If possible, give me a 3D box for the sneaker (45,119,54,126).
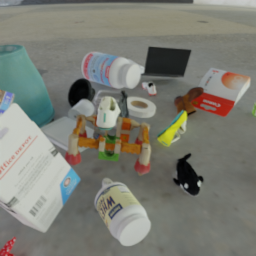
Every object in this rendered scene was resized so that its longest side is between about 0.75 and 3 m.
[{"bbox_3d":[-3.566,-0.266,10.827,1.402,0.634,0.466,-16,35,-25],"label":"sneaker"}]

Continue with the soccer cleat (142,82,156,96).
[{"bbox_3d":[1.047,-2.071,13.878,0.481,0.597,1.402,-7,32,-11],"label":"soccer cleat"}]

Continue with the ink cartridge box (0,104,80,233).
[{"bbox_3d":[-2.452,0.921,6.322,0.937,2.763,1.603,6,49,35],"label":"ink cartridge box"}]

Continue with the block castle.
[{"bbox_3d":[-0.571,0.553,8.731,2.541,1.192,1.698,7,31,-3],"label":"block castle"}]

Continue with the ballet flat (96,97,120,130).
[{"bbox_3d":[-0.626,-0.607,8.726,0.735,0.735,2.118,0,21,0],"label":"ballet flat"}]

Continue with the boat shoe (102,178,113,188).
[{"bbox_3d":[-0.502,1.681,7.860,0.347,0.341,0.978,-10,32,-15],"label":"boat shoe"}]

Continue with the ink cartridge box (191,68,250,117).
[{"bbox_3d":[4.029,-1.671,12.589,1.937,0.599,2.388,24,55,34],"label":"ink cartridge box"}]

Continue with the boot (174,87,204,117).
[{"bbox_3d":[2.685,-1.113,11.999,1.434,0.522,1.523,-18,29,10],"label":"boot"}]

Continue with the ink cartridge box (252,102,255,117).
[{"bbox_3d":[5.678,-0.965,11.617,0.753,1.019,0.386,3,31,5],"label":"ink cartridge box"}]

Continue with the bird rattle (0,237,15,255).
[{"bbox_3d":[-3.054,2.762,5.758,1.160,0.801,1.423,-2,24,29],"label":"bird rattle"}]

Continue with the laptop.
[{"bbox_3d":[1.801,-3.277,14.267,2.100,1.300,2.243,3,9,-7],"label":"laptop"}]

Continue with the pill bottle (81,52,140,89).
[{"bbox_3d":[-0.872,-2.911,14.331,2.879,1.566,1.566,20,36,32],"label":"pill bottle"}]

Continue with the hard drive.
[{"bbox_3d":[-2.167,0.231,10.351,2.066,0.276,1.363,23,38,33],"label":"hard drive"}]

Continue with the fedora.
[{"bbox_3d":[-1.979,-1.466,12.445,1.508,1.508,0.689,25,10,35],"label":"fedora"}]

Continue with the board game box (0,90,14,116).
[{"bbox_3d":[-5.186,-0.283,8.413,2.746,2.189,1.330,18,24,-23],"label":"board game box"}]

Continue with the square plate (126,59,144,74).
[{"bbox_3d":[-0.381,-3.550,16.600,2.479,0.356,2.503,-15,34,-24],"label":"square plate"}]

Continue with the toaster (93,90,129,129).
[{"bbox_3d":[-0.621,-0.743,10.595,1.110,1.718,0.976,10,49,14],"label":"toaster"}]

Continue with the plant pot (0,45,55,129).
[{"bbox_3d":[-4.560,-1.544,10.602,2.993,2.812,2.993,-4,29,2],"label":"plant pot"}]

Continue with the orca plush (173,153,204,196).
[{"bbox_3d":[1.829,1.222,8.366,0.898,0.607,1.708,7,32,11],"label":"orca plush"}]

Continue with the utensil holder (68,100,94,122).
[{"bbox_3d":[-1.918,-0.646,11.399,0.731,0.731,0.860,14,36,22],"label":"utensil holder"}]

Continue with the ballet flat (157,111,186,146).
[{"bbox_3d":[1.746,0.056,10.324,0.639,0.637,1.908,45,49,5],"label":"ballet flat"}]

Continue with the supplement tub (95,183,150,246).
[{"bbox_3d":[-0.146,2.029,6.685,0.943,0.943,1.300,-16,33,-25],"label":"supplement tub"}]

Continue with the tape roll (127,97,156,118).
[{"bbox_3d":[0.454,-0.888,11.986,1.480,0.270,1.480,9,30,-5],"label":"tape roll"}]
